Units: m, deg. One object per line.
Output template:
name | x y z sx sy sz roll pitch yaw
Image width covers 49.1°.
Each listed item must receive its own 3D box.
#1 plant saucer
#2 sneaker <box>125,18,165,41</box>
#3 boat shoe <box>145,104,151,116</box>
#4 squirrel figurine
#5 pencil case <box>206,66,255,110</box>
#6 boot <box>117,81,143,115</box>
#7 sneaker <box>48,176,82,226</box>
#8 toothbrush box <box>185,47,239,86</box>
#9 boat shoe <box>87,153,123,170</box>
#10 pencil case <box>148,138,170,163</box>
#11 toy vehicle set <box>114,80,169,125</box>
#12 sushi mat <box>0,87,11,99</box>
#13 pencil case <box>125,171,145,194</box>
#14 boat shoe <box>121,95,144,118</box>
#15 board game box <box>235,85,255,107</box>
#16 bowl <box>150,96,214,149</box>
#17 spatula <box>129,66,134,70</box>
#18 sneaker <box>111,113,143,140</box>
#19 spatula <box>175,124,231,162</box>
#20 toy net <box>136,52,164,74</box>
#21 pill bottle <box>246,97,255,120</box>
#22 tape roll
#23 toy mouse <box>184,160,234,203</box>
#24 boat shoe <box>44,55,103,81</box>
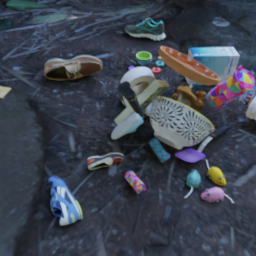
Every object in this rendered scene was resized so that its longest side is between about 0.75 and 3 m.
plant saucer | 2.120 -2.155 9.920 2.390 0.386 2.390 23 25 -12
sneaker | 1.081 -6.282 17.421 2.610 1.190 1.012 12 43 14
boat shoe | 0.967 -0.811 11.704 0.481 0.427 1.306 52 38 -6
squirrel figurine | 2.689 -1.304 12.267 1.470 1.040 1.372 19 33 0
pencil case | 3.888 -1.477 10.773 0.938 2.122 0.938 6 68 -16
boot | 0.068 -0.954 9.123 0.461 0.823 1.189 -28 37 5
sneaker | -2.079 2.172 8.495 0.740 0.665 1.799 -27 48 -24
toothbrush box | 3.961 -2.944 13.435 2.173 1.591 0.927 -2 42 -1
boat shoe | -0.779 1.179 9.714 1.288 0.458 0.403 -7 50 -10
pencil case | 1.113 0.782 9.939 0.416 0.383 0.901 -34 76 -3
toy vehicle set | 0.528 -0.938 10.527 0.288 2.169 1.348 50 22 8
sushi mat | -6.414 -1.747 13.224 1.618 0.098 0.774 10 43 11
pencil case | 0.212 1.743 9.067 0.376 0.376 0.850 -20 33 -20
boat shoe | 0.173 -1.035 12.119 0.611 0.537 1.715 -15 46 -19
board game box | 4.679 -1.450 11.401 0.938 0.939 0.290 19 2 -19
bowl | 1.680 0.012 10.073 2.495 2.495 1.171 26 83 26
spatula | 0.516 -2.833 14.405 0.358 0.130 1.268 -31 51 -27
sneaker | -0.006 0.057 9.771 1.298 0.532 0.480 -38 35 22
spatula | 2.957 0.526 10.435 2.814 0.289 0.795 -32 38 -26
toy net | 1.864 -3.537 14.874 2.810 0.543 1.474 -7 43 -8
pill bottle | 5.792 -0.420 10.979 1.988 1.152 1.152 32 51 31
tape roll | 0.399 -1.667 10.614 1.329 1.329 0.465 -14 57 -14
toy mouse | 2.494 1.831 9.076 1.643 0.358 1.849 -19 45 -19
boat shoe | -2.703 -2.790 13.748 2.939 1.113 1.055 -5 45 8
